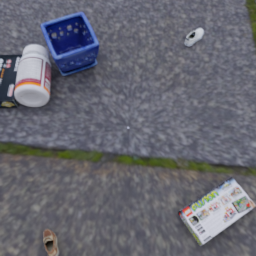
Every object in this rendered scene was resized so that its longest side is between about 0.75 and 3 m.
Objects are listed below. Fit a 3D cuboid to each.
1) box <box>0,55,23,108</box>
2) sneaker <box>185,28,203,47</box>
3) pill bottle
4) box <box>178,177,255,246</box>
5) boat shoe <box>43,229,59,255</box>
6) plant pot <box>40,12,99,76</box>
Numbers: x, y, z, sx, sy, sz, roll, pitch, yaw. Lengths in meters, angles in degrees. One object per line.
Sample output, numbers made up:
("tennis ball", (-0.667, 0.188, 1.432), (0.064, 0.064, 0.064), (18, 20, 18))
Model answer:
("box", (-4.401, -1.575, 9.412), (1.591, 0.460, 2.002), (-1, 60, -1))
("sneaker", (2.533, -3.483, 10.565), (0.388, 0.376, 1.063), (34, 65, 18))
("pill bottle", (-3.070, -1.726, 9.166), (1.046, 1.046, 1.910), (-4, 60, -2))
("box", (2.327, 2.147, 7.357), (1.793, 0.311, 0.986), (-28, 64, -15))
("boat shoe", (-1.911, 2.780, 6.847), (0.317, 0.301, 0.838), (-28, 38, -16))
("plant pot", (-1.904, -2.712, 9.477), (1.536, 1.381, 1.536), (-22, 71, -12))
